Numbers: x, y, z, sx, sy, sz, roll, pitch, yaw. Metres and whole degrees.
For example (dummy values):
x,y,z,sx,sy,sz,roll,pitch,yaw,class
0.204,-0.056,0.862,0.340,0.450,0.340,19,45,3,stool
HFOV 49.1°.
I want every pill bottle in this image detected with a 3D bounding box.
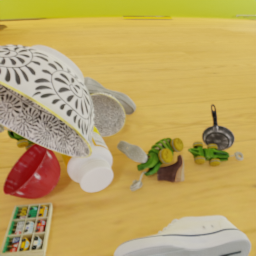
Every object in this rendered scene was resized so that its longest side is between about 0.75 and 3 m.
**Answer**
x,y,z,sx,sy,sz,roll,pitch,yaw,class
-1.183,0.645,7.545,1.192,1.192,2.182,-12,40,-21,pill bottle

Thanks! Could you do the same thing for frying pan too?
x,y,z,sx,sy,sz,roll,pitch,yaw,class
2.770,0.112,8.397,0.977,1.615,0.263,17,43,14,frying pan

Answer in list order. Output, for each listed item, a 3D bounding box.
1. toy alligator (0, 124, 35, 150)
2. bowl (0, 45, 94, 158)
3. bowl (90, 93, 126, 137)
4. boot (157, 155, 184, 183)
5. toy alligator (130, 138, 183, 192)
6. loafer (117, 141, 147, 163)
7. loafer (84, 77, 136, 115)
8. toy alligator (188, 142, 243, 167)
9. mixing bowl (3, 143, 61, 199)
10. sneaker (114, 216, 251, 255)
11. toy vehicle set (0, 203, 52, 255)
x,y,z,sx,sy,sz,roll,pitch,yaw,class
-3.064,0.208,8.076,0.457,1.901,0.630,-23,72,1,toy alligator
-1.701,-0.674,5.462,2.865,2.865,1.345,15,66,27,bowl
-0.880,-0.590,9.520,1.684,1.684,0.790,3,35,5,bowl
1.157,1.085,7.671,0.731,0.318,0.879,2,49,5,boot
0.747,0.810,7.732,0.820,0.594,2.473,-28,5,46,toy alligator
0.149,0.674,7.653,0.410,0.409,1.172,-55,40,-4,loafer
-0.778,-1.031,10.677,2.506,0.876,0.875,22,43,-26,loafer
2.502,0.837,8.211,1.845,0.443,0.611,11,59,-15,toy alligator
-2.220,1.162,6.883,1.513,0.820,1.513,-32,32,23,mixing bowl
0.942,2.206,5.243,2.588,0.945,0.916,1,17,-17,sneaker
-2.117,2.153,5.957,0.842,0.180,1.356,-4,28,-7,toy vehicle set
